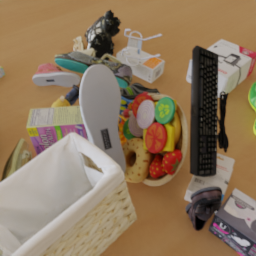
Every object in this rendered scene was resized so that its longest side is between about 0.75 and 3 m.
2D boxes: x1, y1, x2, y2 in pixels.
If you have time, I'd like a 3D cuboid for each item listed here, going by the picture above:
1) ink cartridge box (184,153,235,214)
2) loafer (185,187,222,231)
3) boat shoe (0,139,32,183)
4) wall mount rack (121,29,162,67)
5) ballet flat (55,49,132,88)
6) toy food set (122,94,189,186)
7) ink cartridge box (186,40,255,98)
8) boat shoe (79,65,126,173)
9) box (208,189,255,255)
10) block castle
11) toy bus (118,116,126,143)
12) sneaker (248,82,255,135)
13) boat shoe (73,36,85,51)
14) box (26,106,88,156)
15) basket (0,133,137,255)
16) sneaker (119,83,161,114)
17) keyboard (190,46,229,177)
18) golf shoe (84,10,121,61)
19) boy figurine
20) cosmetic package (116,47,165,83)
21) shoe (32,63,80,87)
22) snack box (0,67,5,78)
[{"bbox_3d":[2.089,1.309,7.096,0.837,0.482,1.446,21,49,19],"label":"ink cartridge box"},{"bbox_3d":[1.593,1.702,5.783,0.638,1.774,0.559,-6,61,-2],"label":"loafer"},{"bbox_3d":[-2.763,1.113,7.123,0.666,0.772,2.115,26,26,-25],"label":"boat shoe"},{"bbox_3d":[0.445,-2.744,9.370,1.239,0.532,1.426,9,70,-7],"label":"wall mount rack"},{"bbox_3d":[-1.156,-2.273,10.001,2.834,1.019,1.019,19,48,1],"label":"ballet flat"},{"bbox_3d":[0.546,0.253,6.833,0.561,2.308,2.285,8,83,-34],"label":"toy food set"},{"bbox_3d":[3.404,-2.206,10.213,1.569,0.901,2.160,35,55,29],"label":"ink cartridge box"},{"bbox_3d":[-0.690,-0.074,6.934,0.990,2.886,0.817,-10,11,-20],"label":"boat shoe"},{"bbox_3d":[2.644,2.169,6.025,1.423,0.816,0.940,34,55,28],"label":"box"},{"bbox_3d":[0.407,-0.446,8.409,0.621,0.884,1.323,4,36,38],"label":"block castle"},{"bbox_3d":[-0.346,0.000,7.997,1.045,1.089,0.739,-30,48,-34],"label":"toy bus"},{"bbox_3d":[4.323,-0.701,8.655,0.846,0.955,2.284,9,51,4],"label":"sneaker"},{"bbox_3d":[-2.049,-3.322,11.654,0.460,0.490,1.330,-17,45,-1],"label":"boat shoe"},{"bbox_3d":[-1.820,0.145,7.646,1.489,1.310,0.720,-3,46,-3],"label":"box"},{"bbox_3d":[-1.354,1.663,5.311,2.634,1.625,1.785,-37,41,-21],"label":"basket"},{"bbox_3d":[0.045,-0.988,9.158,2.201,0.780,0.912,0,46,-10],"label":"sneaker"},{"bbox_3d":[2.032,-0.330,6.753,0.304,2.948,1.873,1,-1,41],"label":"keyboard"},{"bbox_3d":[-1.245,-3.531,11.588,1.339,1.102,2.834,-8,50,39],"label":"golf shoe"},{"bbox_3d":[-2.019,-0.638,8.701,0.507,0.978,1.573,33,68,12],"label":"boy figurine"},{"bbox_3d":[0.446,-2.427,10.585,1.656,0.590,0.840,29,52,21],"label":"cosmetic package"},{"bbox_3d":[-2.535,-1.957,10.138,1.741,0.622,0.792,0,52,8],"label":"shoe"},{"bbox_3d":[-5.333,-1.949,10.326,0.969,0.389,1.149,23,51,22],"label":"snack box"}]
